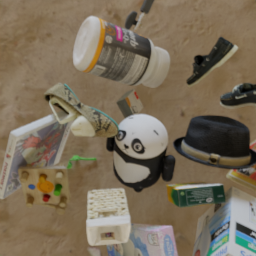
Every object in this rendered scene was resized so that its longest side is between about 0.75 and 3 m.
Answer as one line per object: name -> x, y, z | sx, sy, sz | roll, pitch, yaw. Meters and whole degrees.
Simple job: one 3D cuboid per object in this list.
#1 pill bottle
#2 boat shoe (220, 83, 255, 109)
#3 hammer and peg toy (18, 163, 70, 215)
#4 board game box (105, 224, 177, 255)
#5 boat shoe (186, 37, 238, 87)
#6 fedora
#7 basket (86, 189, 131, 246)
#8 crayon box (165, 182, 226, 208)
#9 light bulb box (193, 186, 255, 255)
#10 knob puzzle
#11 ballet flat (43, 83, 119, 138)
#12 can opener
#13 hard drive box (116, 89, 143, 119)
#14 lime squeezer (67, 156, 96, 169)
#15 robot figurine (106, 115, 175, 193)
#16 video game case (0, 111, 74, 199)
pill bottle -> -0.184, -2.361, 9.287 | 2.946, 1.714, 1.714 | 11, 76, -30
boat shoe -> 4.042, -1.170, 9.415 | 0.977, 2.584, 0.779 | -37, 108, -22
hammer and peg toy -> -2.478, 1.957, 8.394 | 1.433, 0.687, 1.948 | 0, 121, -3
board game box -> 0.426, 4.409, 8.465 | 0.621, 2.851, 2.865 | -3, 79, -38
boat shoe -> 2.464, -2.106, 9.019 | 0.729, 2.198, 0.821 | 44, 62, -4
fedora -> 2.768, 0.289, 8.740 | 2.630, 2.630, 1.201 | 5, 108, 1
basket -> -0.546, 2.389, 7.469 | 1.097, 1.618, 0.998 | -2, 54, -7
crayon box -> 1.937, 1.982, 8.498 | 1.290, 2.052, 0.529 | -5, 82, -3
light bulb box -> 2.951, 3.335, 8.015 | 1.380, 2.192, 2.212 | 26, 41, 3
knob puzzle -> 4.635, 0.812, 9.056 | 0.416, 3.002, 3.002 | 41, 81, -14
ballet flat -> -1.537, -0.355, 8.260 | 2.740, 0.929, 1.032 | 37, 56, 25
can opener -> 0.495, -4.022, 9.340 | 0.576, 0.456, 1.733 | 27, 104, -19
hard drive box -> 0.069, -0.786, 9.532 | 0.373, 0.971, 0.757 | -20, 108, 28
lime squeezer -> -2.217, 1.534, 11.429 | 1.788, 0.337, 0.631 | -34, 111, -8
robot figurine -> 0.332, 0.848, 8.755 | 1.987, 2.645, 1.650 | -1, 42, -7
video game case -> -2.802, 0.704, 8.837 | 0.308, 2.685, 2.446 | 33, 120, 13
